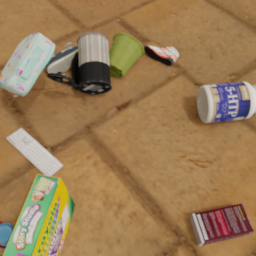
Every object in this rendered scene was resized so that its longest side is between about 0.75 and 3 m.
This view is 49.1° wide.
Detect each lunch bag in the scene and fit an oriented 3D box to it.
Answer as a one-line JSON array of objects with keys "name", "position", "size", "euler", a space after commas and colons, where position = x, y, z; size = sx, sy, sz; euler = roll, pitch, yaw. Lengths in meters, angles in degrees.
[{"name": "lunch bag", "position": [-3.717, -2.259, 10.250], "size": [1.927, 0.926, 2.403], "euler": [17, 77, 52]}]

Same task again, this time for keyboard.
[{"name": "keyboard", "position": [-3.677, 0.931, 10.940], "size": [2.591, 0.138, 0.729], "euler": [36, 64, 21]}]

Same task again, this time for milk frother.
[{"name": "milk frother", "position": [-1.995, -2.724, 11.641], "size": [2.165, 2.399, 2.256], "euler": [-12, 74, 23]}]

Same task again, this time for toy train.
[{"name": "toy train", "position": [-4.400, 3.272, 8.721], "size": [2.254, 1.304, 0.954], "euler": [9, 57, 6]}]

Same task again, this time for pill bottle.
[{"name": "pill bottle", "position": [4.259, -1.069, 11.403], "size": [2.569, 1.537, 1.537], "euler": [-6, 57, -4]}]

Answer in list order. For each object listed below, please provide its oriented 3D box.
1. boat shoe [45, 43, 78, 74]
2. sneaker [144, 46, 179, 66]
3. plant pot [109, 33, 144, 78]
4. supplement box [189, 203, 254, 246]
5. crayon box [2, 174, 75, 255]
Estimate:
[{"name": "boat shoe", "position": [-2.675, -3.411, 13.252], "size": [2.763, 1.035, 0.854], "euler": [-32, 65, -5]}, {"name": "sneaker", "position": [1.653, -3.709, 13.710], "size": [1.661, 0.555, 0.890], "euler": [32, 61, 15]}, {"name": "plant pot", "position": [-0.317, -3.206, 12.932], "size": [1.634, 1.634, 1.551], "euler": [23, 72, 14]}, {"name": "supplement box", "position": [3.049, 3.183, 9.234], "size": [1.775, 0.540, 0.966], "euler": [-10, 57, -5]}, {"name": "crayon box", "position": [-2.498, 3.128, 8.147], "size": [0.816, 2.415, 2.799], "euler": [10, 58, 6]}]
